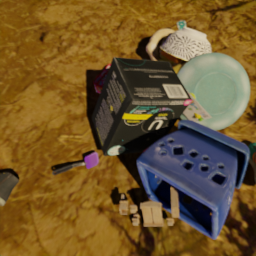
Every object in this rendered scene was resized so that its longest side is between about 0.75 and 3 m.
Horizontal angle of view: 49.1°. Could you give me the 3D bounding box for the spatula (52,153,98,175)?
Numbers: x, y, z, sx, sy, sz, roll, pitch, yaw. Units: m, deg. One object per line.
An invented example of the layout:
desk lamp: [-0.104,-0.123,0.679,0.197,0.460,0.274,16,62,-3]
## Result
spatula: [-1.808,1.319,9.723,1.688,0.477,0.173,-17,17,-20]

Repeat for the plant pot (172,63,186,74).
plant pot: [2.226,-1.853,11.078,1.756,1.246,1.756,17,52,-23]

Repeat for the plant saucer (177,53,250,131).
plant saucer: [3.155,-1.284,10.363,2.968,0.571,2.968,0,100,-1]

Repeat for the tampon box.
tampon box: [0.286,-0.605,9.362,2.130,2.842,1.794,-3,53,-27]

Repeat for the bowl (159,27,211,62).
bowl: [2.510,-3.406,11.357,2.242,1.052,2.242,16,26,-8]

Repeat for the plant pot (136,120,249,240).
plant pot: [2.028,1.356,8.270,2.521,2.522,2.267,28,64,31]

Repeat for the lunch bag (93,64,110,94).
lunch bag: [-0.691,-2.076,11.983,1.439,0.669,1.634,19,55,24]

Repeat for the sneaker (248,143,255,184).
sneaker: [4.642,1.140,9.398,0.777,0.870,2.178,19,38,-8]

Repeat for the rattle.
rattle: [2.283,-3.874,12.147,2.852,2.037,1.856,-36,87,-17]

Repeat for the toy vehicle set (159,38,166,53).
toy vehicle set: [2.396,-3.844,13.461,1.622,0.215,1.008,15,57,10]

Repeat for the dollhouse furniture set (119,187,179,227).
dollhouse furniture set: [0.682,2.471,8.747,1.760,0.912,0.779,-4,34,10]

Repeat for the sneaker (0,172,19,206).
sneaker: [-4.670,1.801,9.425,1.862,0.696,0.989,25,53,7]

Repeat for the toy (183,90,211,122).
toy: [2.125,-0.945,9.926,1.739,1.001,0.411,47,61,-17]
